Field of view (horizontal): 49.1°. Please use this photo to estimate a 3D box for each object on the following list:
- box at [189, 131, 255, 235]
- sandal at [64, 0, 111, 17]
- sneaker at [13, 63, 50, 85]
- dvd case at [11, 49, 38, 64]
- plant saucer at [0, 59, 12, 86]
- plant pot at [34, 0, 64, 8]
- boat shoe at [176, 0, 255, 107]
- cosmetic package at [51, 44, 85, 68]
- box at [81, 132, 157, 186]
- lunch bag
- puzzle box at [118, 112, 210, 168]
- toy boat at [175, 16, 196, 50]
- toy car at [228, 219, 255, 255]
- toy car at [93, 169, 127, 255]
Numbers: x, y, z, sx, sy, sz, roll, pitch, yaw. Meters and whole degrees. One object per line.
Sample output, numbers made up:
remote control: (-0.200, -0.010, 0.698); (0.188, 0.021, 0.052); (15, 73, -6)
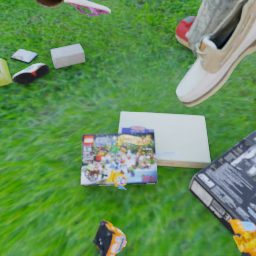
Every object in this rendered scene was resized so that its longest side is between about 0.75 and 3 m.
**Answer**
box: (3.277, 1.672, 6.420); (2.327, 0.734, 2.950); (-30, 56, -23)
sandal: (-0.972, -2.801, 6.619); (0.530, 0.320, 1.303); (25, 20, 38)
sneaker: (-3.364, -1.886, 9.678); (1.259, 0.443, 0.589); (-28, 33, -15)
dvd case: (-3.887, -2.689, 10.501); (0.822, 0.072, 0.587); (18, 52, 14)
plant saucer: (-4.880, -1.896, 9.667); (1.396, 0.335, 1.398); (-20, 53, -16)
plant pot: (-2.141, -4.487, 8.417); (1.363, 1.363, 1.458); (11, 35, 9)
boat shoe: (1.744, -1.493, 5.591); (0.827, 2.417, 0.903); (26, 28, -30)
cosmetic package: (-2.188, -2.622, 10.192); (1.109, 0.500, 0.592); (-13, 52, -15)
box: (-0.228, 0.785, 7.073); (1.862, 0.351, 1.271); (-2, 73, 2)
lunch bag: (2.262, -2.678, 6.811); (1.264, 1.814, 1.521); (11, 39, -17)
puzzle box: (0.941, 0.288, 7.852); (2.492, 0.317, 1.658); (4, 51, 3)
toy boat: (2.966, -3.712, 10.386); (1.545, 1.548, 2.368); (-33, 57, -24)
toy car: (1.356, 1.262, 3.021); (0.335, 1.006, 0.493); (-25, 79, 9)
toy car: (-0.193, 1.845, 6.091); (0.610, 0.899, 1.833); (23, 70, -22)
